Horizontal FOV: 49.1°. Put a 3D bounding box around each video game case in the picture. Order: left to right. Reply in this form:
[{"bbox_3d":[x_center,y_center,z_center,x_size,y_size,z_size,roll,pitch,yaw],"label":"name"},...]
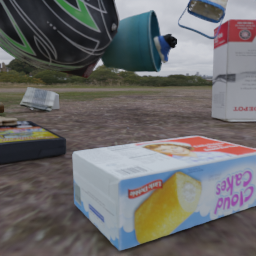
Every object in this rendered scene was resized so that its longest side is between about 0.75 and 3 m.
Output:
[{"bbox_3d":[-2.759,0.248,4.925,2.642,0.337,2.387,-5,11,-32],"label":"video game case"}]

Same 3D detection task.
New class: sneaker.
[{"bbox_3d":[1.440,-2.840,9.980,0.738,0.509,1.327,-16,-28,16],"label":"sneaker"}]

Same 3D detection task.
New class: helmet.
[{"bbox_3d":[-1.161,-1.847,4.191,2.052,1.956,2.052,-6,7,1],"label":"helmet"}]

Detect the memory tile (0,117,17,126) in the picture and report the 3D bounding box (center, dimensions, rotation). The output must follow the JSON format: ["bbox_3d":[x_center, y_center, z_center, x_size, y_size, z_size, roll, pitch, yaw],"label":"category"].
[{"bbox_3d":[-3.156,-0.118,5.707,1.504,0.126,1.153,4,9,26],"label":"memory tile"}]

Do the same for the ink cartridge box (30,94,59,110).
[{"bbox_3d":[-3.843,-1.200,12.478,1.126,0.653,1.561,-7,13,-31],"label":"ink cartridge box"}]

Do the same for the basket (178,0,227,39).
[{"bbox_3d":[1.918,-2.860,6.923,1.018,1.154,0.803,27,-7,8],"label":"basket"}]

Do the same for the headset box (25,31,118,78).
[{"bbox_3d":[-1.737,-2.722,8.579,2.623,1.949,0.984,5,43,-49],"label":"headset box"}]

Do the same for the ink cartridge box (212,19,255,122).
[{"bbox_3d":[3.855,-1.719,8.789,2.159,2.942,1.219,0,6,-5],"label":"ink cartridge box"}]

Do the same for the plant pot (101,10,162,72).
[{"bbox_3d":[0.058,-2.942,9.993,1.956,2.082,2.082,-3,8,16],"label":"plant pot"}]

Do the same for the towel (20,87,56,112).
[{"bbox_3d":[-3.600,-1.186,11.320,1.215,0.218,1.262,12,41,-13],"label":"towel"}]

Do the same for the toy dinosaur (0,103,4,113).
[{"bbox_3d":[-5.973,-0.765,10.208,2.983,0.901,1.584,11,-9,19],"label":"toy dinosaur"}]

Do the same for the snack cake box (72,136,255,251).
[{"bbox_3d":[0.410,0.491,2.772,1.685,0.566,0.969,-5,9,-30],"label":"snack cake box"}]
